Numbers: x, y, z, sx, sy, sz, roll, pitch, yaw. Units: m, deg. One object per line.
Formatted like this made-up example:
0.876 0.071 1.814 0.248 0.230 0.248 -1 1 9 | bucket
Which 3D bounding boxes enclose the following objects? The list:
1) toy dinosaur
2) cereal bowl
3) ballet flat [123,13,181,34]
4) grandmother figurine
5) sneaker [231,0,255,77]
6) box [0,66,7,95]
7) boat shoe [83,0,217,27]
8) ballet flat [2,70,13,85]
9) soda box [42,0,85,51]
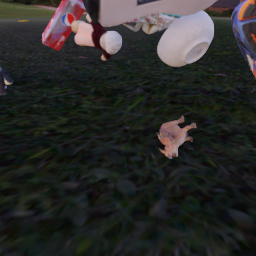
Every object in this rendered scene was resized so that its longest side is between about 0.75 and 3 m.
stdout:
1.138 0.134 7.376 1.015 0.643 1.497 -12 22 -8 | toy dinosaur
1.521 -2.086 6.979 1.519 1.519 0.633 -17 63 -31 | cereal bowl
0.463 -3.241 8.228 2.640 0.844 0.998 -2 36 -39 | ballet flat
-0.898 -2.600 8.252 0.697 1.396 2.301 -41 37 -11 | grandmother figurine
2.642 -1.267 5.088 0.950 2.522 0.989 -29 26 12 | sneaker
-3.671 -1.622 6.114 1.473 2.060 0.372 -11 30 -12 | box
0.394 -2.714 5.067 2.746 1.025 1.273 -16 58 -20 | boat shoe
-5.423 -2.155 12.339 0.544 0.465 1.638 38 2 -37 | ballet flat
-2.310 -3.714 9.901 0.665 1.900 0.603 19 40 -38 | soda box
